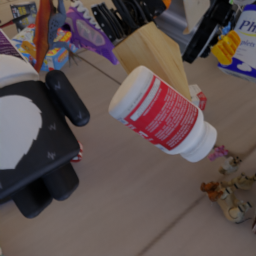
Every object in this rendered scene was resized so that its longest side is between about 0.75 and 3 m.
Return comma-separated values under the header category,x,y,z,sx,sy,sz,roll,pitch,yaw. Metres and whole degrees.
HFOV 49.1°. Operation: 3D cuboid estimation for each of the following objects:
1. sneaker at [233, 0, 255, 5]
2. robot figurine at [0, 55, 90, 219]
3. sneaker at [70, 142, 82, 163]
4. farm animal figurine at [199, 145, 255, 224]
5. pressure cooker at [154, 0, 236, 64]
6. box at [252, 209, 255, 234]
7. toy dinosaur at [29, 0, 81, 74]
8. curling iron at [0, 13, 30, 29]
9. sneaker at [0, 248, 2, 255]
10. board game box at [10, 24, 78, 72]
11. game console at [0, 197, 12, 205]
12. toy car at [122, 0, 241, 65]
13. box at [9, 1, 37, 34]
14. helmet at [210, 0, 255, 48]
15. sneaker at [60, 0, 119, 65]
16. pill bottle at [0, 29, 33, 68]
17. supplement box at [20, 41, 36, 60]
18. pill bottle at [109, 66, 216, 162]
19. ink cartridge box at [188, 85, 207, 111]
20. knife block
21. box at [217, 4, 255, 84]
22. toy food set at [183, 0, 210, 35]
category,x,y,z,sx,sy,sz,roll,pitch,yaw
sneaker,3.857,-4.778,8.558,0.770,2.049,1.177,16,78,6
robot figurine,-1.803,0.094,4.505,1.943,1.614,2.586,-30,90,-38
sneaker,-1.918,0.607,8.064,1.254,0.491,0.724,11,36,-7
farm animal figurine,2.434,1.413,7.000,1.350,0.841,1.672,31,47,4
pressure cooker,1.618,-3.259,8.043,2.880,2.572,2.533,28,45,1
box,4.520,1.349,5.893,2.804,2.303,2.326,20,48,19
toy dinosaur,-2.411,-2.641,7.655,1.379,2.626,2.383,25,85,27
curling iron,-2.466,-2.250,5.872,0.926,0.230,0.118,-8,61,13
sneaker,-3.349,2.206,6.111,0.597,0.793,1.696,-31,53,-27
board game box,-3.636,-3.465,11.952,2.443,0.697,2.495,11,46,12
game console,-3.175,0.279,7.474,2.384,1.653,2.793,-22,48,-22
toy car,1.211,-2.489,6.572,2.878,1.412,0.958,39,72,-3
box,-4.739,-5.063,13.070,1.132,1.430,0.346,-16,44,-17
helmet,4.491,-4.065,11.093,2.851,2.991,2.991,-22,46,1
sneaker,-1.213,-2.740,8.647,1.053,0.958,2.383,-43,87,-12
pill bottle,-3.220,-1.480,6.533,1.447,1.447,2.573,-40,91,-33
supplement box,-3.265,-2.628,9.462,0.764,0.254,0.263,40,30,7
pill bottle,0.627,-0.177,4.864,1.770,0.993,0.993,34,45,-14
ink cartridge box,1.905,-0.963,9.543,1.220,0.511,0.880,-10,45,-10
knife block,0.226,-1.497,5.611,2.086,0.760,2.377,18,55,-42
box,3.370,-1.998,6.960,1.563,1.700,0.892,31,13,38
toy food set,1.359,-2.716,6.021,0.352,1.166,0.837,31,78,31
